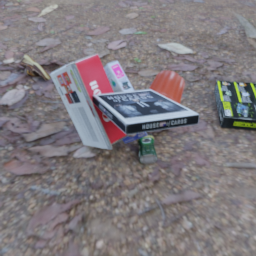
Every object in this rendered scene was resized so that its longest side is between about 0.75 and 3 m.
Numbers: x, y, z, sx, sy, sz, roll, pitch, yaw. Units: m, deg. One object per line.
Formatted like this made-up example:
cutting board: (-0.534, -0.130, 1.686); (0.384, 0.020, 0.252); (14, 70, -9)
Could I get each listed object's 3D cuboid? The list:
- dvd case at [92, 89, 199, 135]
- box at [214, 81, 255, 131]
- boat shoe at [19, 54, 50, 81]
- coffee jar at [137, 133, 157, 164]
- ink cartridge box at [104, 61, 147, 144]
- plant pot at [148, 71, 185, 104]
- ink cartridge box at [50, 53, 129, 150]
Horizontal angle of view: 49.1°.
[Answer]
dvd case: (0.333, -0.535, 7.606); (1.975, 0.325, 2.629); (-8, 24, -22)
box: (5.179, -0.971, 11.861); (2.719, 0.669, 2.815); (3, 40, 7)
boat shoe: (-4.804, -2.913, 14.246); (2.203, 0.795, 0.793); (40, 84, 25)
coffee jar: (0.657, 0.702, 9.941); (0.622, 0.509, 1.193); (-4, 40, 0)
ink cartridge box: (-0.253, -0.810, 9.805); (0.558, 1.586, 2.659); (-30, 92, -34)
plant pot: (1.427, -1.288, 11.046); (1.631, 1.631, 1.586); (15, 64, 18)
ink cartridge box: (-1.131, -0.816, 9.129); (1.180, 2.815, 2.471); (-30, 16, -25)
